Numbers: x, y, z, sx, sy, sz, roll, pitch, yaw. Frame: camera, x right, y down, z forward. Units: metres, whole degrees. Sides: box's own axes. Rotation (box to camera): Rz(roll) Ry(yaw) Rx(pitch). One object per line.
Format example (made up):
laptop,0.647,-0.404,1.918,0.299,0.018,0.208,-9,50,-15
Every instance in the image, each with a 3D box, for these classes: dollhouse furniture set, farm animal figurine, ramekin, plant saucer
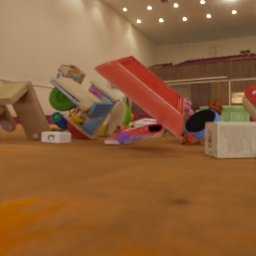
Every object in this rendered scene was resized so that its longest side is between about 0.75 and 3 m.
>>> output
dollhouse furniture set,2.207,0.307,7.928,1.396,0.568,0.751,-16,1,6
dollhouse furniture set,-4.413,0.237,8.686,2.620,2.244,2.755,0,37,18
farm animal figurine,2.001,-0.138,9.286,2.179,1.136,2.155,-4,-14,3
dollhouse furniture set,-1.924,-0.799,9.124,2.516,1.739,2.665,38,15,11
ramekin,5.789,-0.528,16.821,2.952,1.442,2.952,0,2,0
plant saucer,0.478,-0.901,6.333,2.187,0.402,2.191,39,20,-2
plant saucer,-0.796,0.026,13.208,2.470,0.598,2.470,1,2,43

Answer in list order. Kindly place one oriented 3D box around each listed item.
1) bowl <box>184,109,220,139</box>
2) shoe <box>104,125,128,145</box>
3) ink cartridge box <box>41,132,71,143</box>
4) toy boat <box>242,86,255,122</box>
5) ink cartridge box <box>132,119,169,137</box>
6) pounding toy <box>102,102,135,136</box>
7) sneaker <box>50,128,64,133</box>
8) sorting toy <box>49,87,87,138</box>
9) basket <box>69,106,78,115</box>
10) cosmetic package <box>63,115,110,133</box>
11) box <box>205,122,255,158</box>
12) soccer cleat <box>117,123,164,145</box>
bowl,2.114,-0.140,8.108,1.063,0.209,1.063,-28,30,18
shoe,-0.348,0.197,8.579,0.445,0.566,1.245,1,2,25
ink cartridge box,-2.292,0.303,8.943,0.760,0.333,0.552,4,3,29
toy boat,4.554,-0.743,7.882,1.794,1.797,2.749,22,25,-6
ink cartridge box,1.033,-0.027,12.325,1.403,0.527,1.156,8,13,29
pounding toy,-0.206,-0.212,10.980,0.837,1.393,1.804,19,-9,-24
sneaker,-3.688,0.143,14.483,0.795,0.280,0.300,0,5,7
sorting toy,-2.245,-0.540,11.555,1.656,2.757,1.132,-33,-26,-5
basket,-2.115,-0.579,11.956,0.878,0.775,0.611,-23,40,-35
cosmetic package,-2.064,-0.226,14.733,2.319,1.046,1.239,-6,3,-42
box,2.383,0.231,5.652,1.518,0.721,0.590,1,1,-8
soccer cleat,0.326,0.110,7.264,1.265,0.432,0.463,-10,-20,-9
